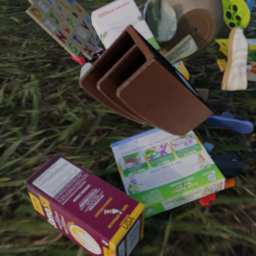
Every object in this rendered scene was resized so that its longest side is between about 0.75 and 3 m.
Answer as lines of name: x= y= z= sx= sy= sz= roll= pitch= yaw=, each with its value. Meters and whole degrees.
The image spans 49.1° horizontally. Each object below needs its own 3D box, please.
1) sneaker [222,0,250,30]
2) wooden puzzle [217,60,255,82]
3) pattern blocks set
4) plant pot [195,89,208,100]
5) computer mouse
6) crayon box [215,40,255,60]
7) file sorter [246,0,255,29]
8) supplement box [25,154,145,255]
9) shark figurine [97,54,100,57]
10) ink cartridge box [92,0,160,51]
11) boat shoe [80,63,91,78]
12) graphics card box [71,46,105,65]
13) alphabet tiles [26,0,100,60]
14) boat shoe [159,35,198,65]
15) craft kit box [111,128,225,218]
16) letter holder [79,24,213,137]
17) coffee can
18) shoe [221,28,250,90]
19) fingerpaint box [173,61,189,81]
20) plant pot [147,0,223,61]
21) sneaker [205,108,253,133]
sneaker: x=3.766 y=-4.840 z=10.779 sx=2.549 sy=0.944 sz=1.065 roll=45 pitch=28 yaw=-15
wooden puzzle: x=5.540 y=-2.768 z=13.141 sx=2.558 sy=0.299 sz=1.726 roll=8 pitch=43 yaw=8
pattern blocks set: x=2.392 y=1.313 z=8.746 sx=2.135 sy=0.173 sz=1.877 roll=-31 pitch=50 yaw=-29
plant pot: x=1.382 y=-0.810 z=9.900 sx=2.729 sy=1.260 sz=2.729 roll=2 pitch=9 yaw=0
computer mouse: x=3.576 y=0.984 z=8.646 sx=2.706 sy=0.461 sz=0.793 roll=-12 pitch=43 yaw=-13
crayon box: x=5.649 y=-3.929 z=14.012 sx=2.342 sy=0.595 sz=1.487 roll=-1 pitch=36 yaw=-6
file sorter: x=5.148 y=-4.625 z=11.362 sx=0.723 sy=1.179 sz=0.818 roll=24 pitch=28 yaw=28
supplement box: x=-1.053 y=2.041 z=6.936 sx=2.767 sy=1.527 sz=1.185 roll=25 pitch=48 yaw=25
shark figurine: x=-1.084 y=-3.306 z=13.648 sx=0.623 sy=0.435 sz=1.042 roll=-16 pitch=47 yaw=-19
ink cartridge box: x=-0.092 y=-2.517 z=7.640 sx=1.209 sy=0.698 sz=1.655 roll=-28 pitch=88 yaw=-7
boat shoe: x=-1.575 y=-1.928 z=10.380 sx=0.348 sy=0.342 sz=0.965 roll=14 pitch=76 yaw=15
graphics card box: x=-1.996 y=-3.725 z=14.132 sx=1.478 sy=0.376 sz=0.927 roll=-32 pitch=51 yaw=-31
alphabet tiles: x=-1.903 y=-3.339 z=8.457 sx=0.083 sy=2.631 sz=2.189 roll=-26 pitch=35 yaw=36
boat shoe: x=1.072 y=-1.897 z=7.453 sx=1.577 sy=0.494 sz=0.578 roll=-29 pitch=10 yaw=-5
craft kit box: x=1.039 y=1.095 z=8.330 sx=2.620 sy=0.636 sz=2.587 roll=-19 pitch=42 yaw=-3
letter holder: x=0.418 y=-0.690 z=6.669 sx=1.903 sy=2.677 sz=1.346 roll=-42 pitch=48 yaw=18
coffee can: x=0.490 y=-3.196 z=8.903 sx=1.268 sy=1.268 sz=1.732 roll=-32 pitch=19 yaw=-30
shoe: x=2.419 y=-1.516 z=6.164 sx=0.485 sy=0.636 sz=1.818 roll=7 pitch=58 yaw=21
fingerpaint box: x=1.200 y=-2.452 z=12.186 sx=2.208 sy=0.971 sz=2.647 roll=-9 pitch=42 yaw=-2
plant pot: x=2.061 y=-3.584 z=9.765 sx=2.980 sy=2.980 sz=1.376 roll=-7 pitch=37 yaw=-7
sneaker: x=3.723 y=-0.324 z=10.239 sx=1.676 sy=0.588 sz=0.653 roll=16 pitch=52 yaw=19
